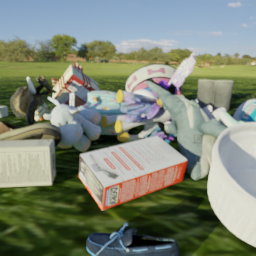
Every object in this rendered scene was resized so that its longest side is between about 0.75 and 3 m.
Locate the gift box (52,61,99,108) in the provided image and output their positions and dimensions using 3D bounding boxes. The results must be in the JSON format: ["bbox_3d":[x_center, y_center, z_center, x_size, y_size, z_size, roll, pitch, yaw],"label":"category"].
[{"bbox_3d":[-2.283,-1.688,11.882,1.802,1.663,1.683,40,11,-25],"label":"gift box"}]

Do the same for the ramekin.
[{"bbox_3d":[2.129,0.879,4.179,1.918,1.007,1.918,4,39,-3],"label":"ramekin"}]

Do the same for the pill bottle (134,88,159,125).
[{"bbox_3d":[0.858,-0.934,11.724,1.462,1.462,2.605,10,17,34],"label":"pill bottle"}]

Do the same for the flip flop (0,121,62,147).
[{"bbox_3d":[-2.962,0.182,6.956,2.884,0.830,1.170,-12,-22,19],"label":"flip flop"}]

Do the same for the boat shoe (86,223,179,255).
[{"bbox_3d":[0.058,1.538,3.796,1.276,0.438,0.537,3,14,10],"label":"boat shoe"}]

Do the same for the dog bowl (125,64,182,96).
[{"bbox_3d":[1.234,-1.627,12.841,2.677,2.677,0.987,-2,56,-7],"label":"dog bowl"}]

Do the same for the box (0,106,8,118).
[{"bbox_3d":[-6.310,-0.775,13.130,1.189,0.462,0.565,4,14,17],"label":"box"}]

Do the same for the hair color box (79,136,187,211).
[{"bbox_3d":[0.100,0.826,5.676,1.927,0.616,1.068,-11,33,-31],"label":"hair color box"}]

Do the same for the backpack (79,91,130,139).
[{"bbox_3d":[-0.744,-0.459,9.613,1.822,1.589,2.073,7,17,5],"label":"backpack"}]

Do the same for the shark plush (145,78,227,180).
[{"bbox_3d":[1.266,-0.203,6.717,1.167,2.803,1.273,-27,-11,-14],"label":"shark plush"}]

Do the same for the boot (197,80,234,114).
[{"bbox_3d":[2.593,-0.276,7.535,1.809,1.989,0.722,14,3,29],"label":"boot"}]

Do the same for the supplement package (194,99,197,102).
[{"bbox_3d":[3.915,-1.073,13.962,1.163,0.645,0.905,5,14,20],"label":"supplement package"}]

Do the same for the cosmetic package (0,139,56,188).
[{"bbox_3d":[-2.500,0.757,6.038,1.746,0.918,0.621,0,13,-6],"label":"cosmetic package"}]

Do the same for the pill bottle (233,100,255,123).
[{"bbox_3d":[4.216,0.071,7.709,1.428,1.428,2.578,-4,15,-17],"label":"pill bottle"}]

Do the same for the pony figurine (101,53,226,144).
[{"bbox_3d":[0.993,-0.461,8.026,2.915,2.428,2.814,-2,-25,-24],"label":"pony figurine"}]

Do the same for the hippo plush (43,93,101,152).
[{"bbox_3d":[-1.427,-0.203,7.520,1.401,1.759,1.414,-11,-2,-6],"label":"hippo plush"}]

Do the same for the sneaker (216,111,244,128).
[{"bbox_3d":[2.860,0.043,6.486,0.965,1.637,0.602,-38,-21,-3],"label":"sneaker"}]

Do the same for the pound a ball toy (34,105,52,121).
[{"bbox_3d":[-3.526,-0.543,11.183,0.915,0.389,0.596,-36,-20,31],"label":"pound a ball toy"}]

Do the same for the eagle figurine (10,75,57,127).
[{"bbox_3d":[-3.337,-0.840,9.766,1.834,1.384,1.391,-45,16,3],"label":"eagle figurine"}]
